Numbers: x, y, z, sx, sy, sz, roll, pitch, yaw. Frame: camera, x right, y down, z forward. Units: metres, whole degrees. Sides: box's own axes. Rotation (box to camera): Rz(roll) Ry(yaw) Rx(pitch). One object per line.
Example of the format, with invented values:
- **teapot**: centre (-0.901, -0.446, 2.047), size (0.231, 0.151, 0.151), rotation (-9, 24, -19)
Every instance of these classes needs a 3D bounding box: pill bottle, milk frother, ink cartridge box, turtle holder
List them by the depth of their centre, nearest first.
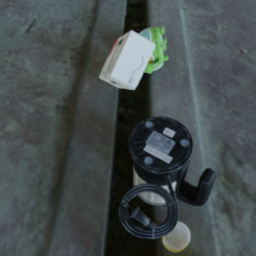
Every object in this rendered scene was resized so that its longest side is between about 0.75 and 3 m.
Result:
- **pill bottle**: centre (1.258, 2.942, 7.488), size (0.683, 1.228, 0.683), rotation (-2, 62, 4)
- **milk frother**: centre (0.714, 1.657, 7.796), size (2.809, 2.642, 2.535), rotation (-36, 61, -18)
- **ink cartridge box**: centre (-0.135, -2.500, 10.717), size (1.037, 2.476, 1.787), rotation (24, 92, -18)
- **turtle holder**: centre (1.044, -3.480, 12.668), size (1.417, 1.996, 1.516), rotation (-6, 9, 12)
